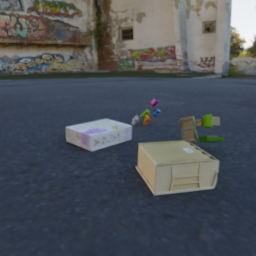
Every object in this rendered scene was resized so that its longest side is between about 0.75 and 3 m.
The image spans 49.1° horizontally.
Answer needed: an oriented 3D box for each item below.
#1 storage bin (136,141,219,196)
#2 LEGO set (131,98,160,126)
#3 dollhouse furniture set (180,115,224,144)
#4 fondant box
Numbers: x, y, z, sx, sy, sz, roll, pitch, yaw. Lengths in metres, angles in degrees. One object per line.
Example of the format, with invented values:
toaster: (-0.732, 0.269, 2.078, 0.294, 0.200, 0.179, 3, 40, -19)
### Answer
storage bin: (1.329, 1.045, 8.017, 1.812, 0.855, 1.825, -3, 14, -13)
LEGO set: (1.014, -0.749, 14.382, 0.676, 1.772, 0.727, 40, 22, -20)
dollhouse furniture set: (2.753, 0.073, 10.649, 0.775, 1.011, 1.543, 1, -6, -28)
fondant box: (-1.175, 0.230, 11.550, 1.620, 0.654, 2.246, 16, 22, 41)
